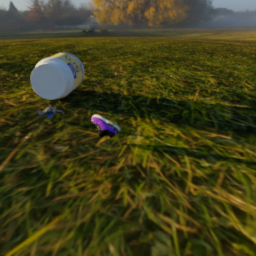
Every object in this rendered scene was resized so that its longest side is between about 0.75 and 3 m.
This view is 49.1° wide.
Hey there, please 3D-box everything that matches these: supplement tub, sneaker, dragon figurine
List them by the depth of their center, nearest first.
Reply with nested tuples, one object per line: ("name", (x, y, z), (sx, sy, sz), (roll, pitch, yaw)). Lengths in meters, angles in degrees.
("sneaker", (-0.870, -0.002, 9.263), (1.171, 0.407, 0.583), (25, 70, 31))
("dragon figurine", (-3.020, -0.587, 10.888), (0.313, 0.528, 1.063), (54, 18, 27))
("supplement tub", (-3.440, -2.562, 13.826), (1.967, 1.967, 2.706), (3, 23, 6))
